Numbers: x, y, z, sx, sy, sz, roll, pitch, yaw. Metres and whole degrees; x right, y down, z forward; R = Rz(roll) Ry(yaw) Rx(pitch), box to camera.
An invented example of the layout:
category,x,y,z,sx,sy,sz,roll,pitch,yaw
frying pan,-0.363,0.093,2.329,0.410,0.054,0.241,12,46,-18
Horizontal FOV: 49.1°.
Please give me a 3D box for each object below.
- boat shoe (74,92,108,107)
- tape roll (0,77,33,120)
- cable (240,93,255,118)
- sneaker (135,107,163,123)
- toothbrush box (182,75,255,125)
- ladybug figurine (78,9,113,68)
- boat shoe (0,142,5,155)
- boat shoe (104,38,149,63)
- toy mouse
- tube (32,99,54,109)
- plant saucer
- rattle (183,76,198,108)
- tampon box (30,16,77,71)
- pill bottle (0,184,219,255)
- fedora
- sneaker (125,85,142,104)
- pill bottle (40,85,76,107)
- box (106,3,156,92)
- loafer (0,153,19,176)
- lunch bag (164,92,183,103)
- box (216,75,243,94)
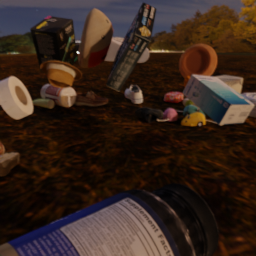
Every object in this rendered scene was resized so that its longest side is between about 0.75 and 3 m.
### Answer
category,x,y,z,sx,sy,sz,roll,pitch,yaw
boat shoe,-1.993,-1.539,14.719,1.901,0.682,0.720,2,19,5
tape roll,-3.040,-0.799,7.543,0.392,1.120,1.120,-21,19,5
cable,6.457,-1.088,13.195,2.480,0.859,2.480,-4,19,-6
sneaker,0.782,-0.560,12.174,1.332,0.509,0.763,11,23,30
toothbrush box,2.611,-0.852,8.212,1.204,0.701,1.644,-4,40,-37
ladybug figurine,-1.232,-3.251,10.628,1.049,1.980,2.917,14,-7,-11
boat shoe,-4.241,0.574,8.168,1.058,1.003,2.795,-7,21,-20
boat shoe,-0.489,-3.523,12.580,2.828,1.040,0.924,11,29,-13
toy mouse,2.448,-0.653,12.432,2.658,0.514,2.363,-2,19,-7
tube,-4.498,-1.315,14.542,1.735,0.451,0.504,11,-17,42
plant saucer,3.303,-3.165,13.525,1.880,1.880,0.352,13,2,32
rattle,3.993,-1.778,14.020,2.444,1.746,1.591,-7,3,-2
tampon box,-3.355,-3.826,12.990,1.317,2.087,1.564,13,43,14
pill bottle,-0.208,1.806,3.640,2.975,1.664,1.664,-15,24,-38
fedora,-2.305,-1.733,9.509,1.450,0.592,1.450,6,-16,2
sneaker,0.352,-2.045,15.959,0.847,0.821,2.319,-5,20,-15
pill bottle,-3.709,-1.737,14.735,1.843,1.052,1.052,16,25,38
box,0.091,-2.755,9.692,0.564,2.450,1.948,23,49,-13
loafer,-3.484,1.006,7.821,0.419,0.464,1.226,4,10,5
lunch bag,2.486,-1.730,15.615,0.975,0.454,1.107,12,22,31
box,3.320,-1.424,10.022,0.842,0.701,2.049,18,24,35
